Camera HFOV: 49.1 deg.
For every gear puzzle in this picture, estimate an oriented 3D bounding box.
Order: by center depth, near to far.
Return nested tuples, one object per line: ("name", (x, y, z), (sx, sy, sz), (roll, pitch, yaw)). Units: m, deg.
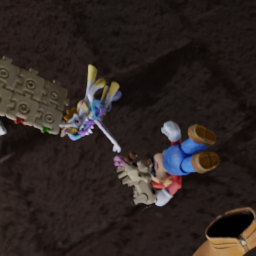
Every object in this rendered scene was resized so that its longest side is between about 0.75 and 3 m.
("gear puzzle", (-2.315, -0.641, 7.335), (2.938, 0.385, 1.522), (24, 61, -35))

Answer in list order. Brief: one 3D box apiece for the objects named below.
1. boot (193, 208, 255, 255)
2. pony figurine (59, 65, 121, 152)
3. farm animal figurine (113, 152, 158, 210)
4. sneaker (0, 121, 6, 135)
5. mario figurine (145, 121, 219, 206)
("boot", (1.834, 2.349, 5.508), (2.102, 1.632, 0.806), (-35, 51, 13))
("pony figurine", (-0.848, -0.330, 6.940), (1.516, 1.757, 1.820), (17, 73, 28))
("farm animal figurine", (0.264, 1.089, 6.110), (0.723, 1.386, 1.370), (-23, 95, 5))
("sneaker", (-4.666, -0.175, 9.448), (0.657, 0.427, 1.137), (-30, 77, -6))
("mario figurine", (0.913, 0.853, 6.628), (1.310, 2.472, 1.526), (40, 55, -3))
